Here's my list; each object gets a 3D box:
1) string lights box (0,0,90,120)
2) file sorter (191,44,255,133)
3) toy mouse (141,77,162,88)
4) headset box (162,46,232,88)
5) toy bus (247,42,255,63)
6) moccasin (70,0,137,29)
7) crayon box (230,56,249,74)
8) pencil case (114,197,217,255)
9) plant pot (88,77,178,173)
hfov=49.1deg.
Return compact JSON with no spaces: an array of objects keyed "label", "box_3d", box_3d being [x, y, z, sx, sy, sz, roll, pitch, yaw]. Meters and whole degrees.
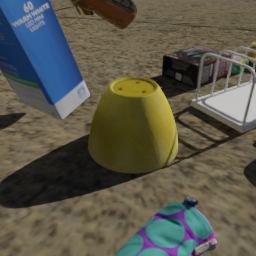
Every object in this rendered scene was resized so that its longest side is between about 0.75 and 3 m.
[{"label":"string lights box","box_3d":[-1.710,-1.461,4.395,1.346,2.620,0.773,21,55,36]},{"label":"file sorter","box_3d":[3.457,-1.307,7.779,2.644,1.647,1.835,-18,36,-28]},{"label":"toy mouse","box_3d":[0.372,-1.412,9.274,1.090,0.237,1.226,-10,33,-16]},{"label":"headset box","box_3d":[2.545,-2.293,10.150,2.137,0.825,1.590,-25,39,-31]},{"label":"toy bus","box_3d":[5.742,-2.816,11.124,0.849,0.706,2.169,-27,41,-35]},{"label":"moccasin","box_3d":[-1.040,-3.498,7.706,2.605,1.005,0.953,11,50,-34]},{"label":"crayon box","box_3d":[3.841,-2.577,10.992,1.434,0.418,0.851,25,40,35]},{"label":"pencil case","box_3d":[0.318,1.768,3.516,0.924,0.851,2.000,0,23,47]},{"label":"plant pot","box_3d":[0.122,-0.239,6.183,2.087,1.482,2.087,0,32,0]}]
